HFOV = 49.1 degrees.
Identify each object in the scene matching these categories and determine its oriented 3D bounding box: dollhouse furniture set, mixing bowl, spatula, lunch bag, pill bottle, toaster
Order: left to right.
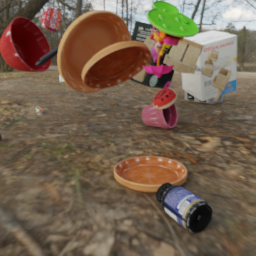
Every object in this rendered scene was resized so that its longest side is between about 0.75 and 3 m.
[{"bbox_3d":[-3.898,-2.866,10.289,1.088,2.008,2.008,-15,8,25],"label":"mixing bowl"},{"bbox_3d":[-3.046,-4.278,11.038,0.748,0.849,0.348,11,0,-38],"label":"lunch bag"},{"bbox_3d":[-2.041,-2.801,9.604,2.785,0.286,0.787,-39,29,-30],"label":"spatula"},{"bbox_3d":[0.985,1.424,5.189,0.584,0.584,1.045,-8,17,-27],"label":"pill bottle"},{"bbox_3d":[1.778,-1.950,9.052,2.755,1.220,1.428,22,47,6],"label":"dollhouse furniture set"},{"bbox_3d":[4.832,-2.284,17.687,2.130,1.264,1.926,-14,20,-42],"label":"toaster"}]

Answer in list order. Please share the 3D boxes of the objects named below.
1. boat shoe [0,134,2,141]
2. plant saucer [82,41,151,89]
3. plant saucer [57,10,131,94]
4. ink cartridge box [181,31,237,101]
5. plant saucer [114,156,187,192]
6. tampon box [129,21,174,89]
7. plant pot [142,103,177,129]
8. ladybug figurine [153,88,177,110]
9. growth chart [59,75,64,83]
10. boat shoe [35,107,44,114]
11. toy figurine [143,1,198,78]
[{"bbox_3d":[-4.672,0.397,9.611,0.306,0.322,0.852,-3,6,4],"label":"boat shoe"},{"bbox_3d":[-0.332,-1.686,7.521,1.944,0.314,1.944,-22,-14,-6],"label":"plant saucer"},{"bbox_3d":[-1.128,-2.485,9.274,2.802,2.802,0.524,-13,41,-40],"label":"plant saucer"},{"bbox_3d":[3.376,-2.698,11.913,1.749,2.375,1.718,-17,30,-12],"label":"ink cartridge box"},{"bbox_3d":[0.538,1.129,6.881,1.775,0.286,1.775,-1,14,0],"label":"plant saucer"},{"bbox_3d":[1.210,-3.413,13.501,1.709,2.707,2.029,27,19,34],"label":"tampon box"},{"bbox_3d":[1.247,-0.553,11.585,1.137,1.270,1.270,-9,7,37],"label":"plant pot"},{"bbox_3d":[1.034,-0.861,7.987,0.607,0.322,0.895,16,48,32],"label":"ladybug figurine"},{"bbox_3d":[-2.809,-2.435,13.922,1.260,0.112,0.912,2,35,-8],"label":"growth chart"},{"bbox_3d":[-4.564,-0.888,14.403,0.312,0.274,0.876,-7,18,-30],"label":"boat shoe"},{"bbox_3d":[0.795,-2.042,6.882,1.217,1.492,1.621,2,48,-17],"label":"toy figurine"}]
